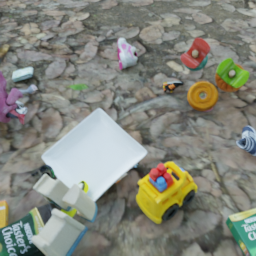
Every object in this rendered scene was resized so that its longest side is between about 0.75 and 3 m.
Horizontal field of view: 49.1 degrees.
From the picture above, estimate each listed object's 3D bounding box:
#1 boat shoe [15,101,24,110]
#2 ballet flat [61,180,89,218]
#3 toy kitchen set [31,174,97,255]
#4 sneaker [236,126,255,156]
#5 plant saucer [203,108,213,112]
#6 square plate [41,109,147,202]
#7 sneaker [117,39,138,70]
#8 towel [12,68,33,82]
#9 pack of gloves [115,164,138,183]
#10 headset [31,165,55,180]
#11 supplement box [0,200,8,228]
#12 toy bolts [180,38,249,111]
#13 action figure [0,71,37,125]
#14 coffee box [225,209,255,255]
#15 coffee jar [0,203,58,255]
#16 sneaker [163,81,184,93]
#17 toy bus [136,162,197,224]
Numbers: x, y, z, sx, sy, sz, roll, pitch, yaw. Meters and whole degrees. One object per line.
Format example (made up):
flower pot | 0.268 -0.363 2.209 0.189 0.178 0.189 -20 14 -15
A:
boat shoe | -4.872 -0.933 11.606 1.247 0.436 0.413 15 70 23
ballet flat | -1.571 2.053 8.060 0.445 0.447 1.332 16 46 19
toy kitchen set | -1.976 2.726 6.955 2.047 1.505 2.555 5 49 46
sneaker | 4.190 0.340 9.973 0.725 0.469 1.337 23 42 -19
plant saucer | 3.213 -0.990 11.797 0.755 0.191 0.755 0 42 0
square plate | -1.137 0.926 9.066 2.615 0.375 2.640 -41 57 -11
sneaker | -0.031 -3.807 14.397 0.978 0.902 2.218 -4 51 -5
towel | -5.016 -2.564 13.318 0.954 0.230 0.817 -16 40 -5
pack of gloves | -0.535 1.140 9.535 1.570 0.310 1.319 36 45 26
headset | -2.715 1.458 8.947 0.852 0.526 0.400 -4 13 38
supplement box | -3.585 2.523 7.942 0.304 0.294 0.885 -13 44 -13
toy bolts | 3.330 -2.197 12.169 2.663 1.934 2.788 -45 79 9
action figure | -4.731 -1.108 10.320 2.662 1.783 1.982 39 21 19
coffee box | 3.497 3.030 7.314 1.110 0.397 1.805 -10 44 -11
coffee jar | -2.757 2.970 6.853 2.609 1.113 1.361 -23 48 -24
sneaker | 1.989 -1.784 12.241 0.375 0.483 1.073 -5 7 -44
toy bus | 1.111 1.561 7.940 1.735 1.665 1.177 -30 49 -23
